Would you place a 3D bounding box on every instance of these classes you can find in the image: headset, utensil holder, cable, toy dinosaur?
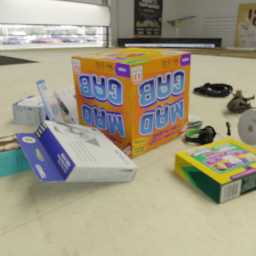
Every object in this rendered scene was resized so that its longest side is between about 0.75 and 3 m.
[{"bbox_3d":[2.651,0.158,9.413,1.529,0.718,0.944,-2,19,28],"label":"headset"},{"bbox_3d":[4.240,0.013,8.522,1.383,1.175,1.175,1,19,-20],"label":"utensil holder"},{"bbox_3d":[4.780,-2.178,15.800,1.821,0.567,2.232,-9,23,-21],"label":"cable"},{"bbox_3d":[4.964,-1.003,12.590,1.253,0.943,2.450,-2,22,37],"label":"toy dinosaur"}]

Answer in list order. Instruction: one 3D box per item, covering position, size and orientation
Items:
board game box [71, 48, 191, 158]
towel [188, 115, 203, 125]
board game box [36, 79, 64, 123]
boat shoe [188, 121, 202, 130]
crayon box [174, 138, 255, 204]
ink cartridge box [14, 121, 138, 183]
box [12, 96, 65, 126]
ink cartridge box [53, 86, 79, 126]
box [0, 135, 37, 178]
[{"bbox_3d":[0.133,-1.104,9.588,2.809,2.807,2.807,-21,29,-39],"label":"board game box"},{"bbox_3d":[2.501,-0.306,11.357,0.808,0.227,0.944,-2,21,-13],"label":"towel"},{"bbox_3d":[-2.587,-0.644,9.453,0.321,1.482,1.475,-24,48,-19],"label":"board game box"},{"bbox_3d":[2.265,-0.111,10.652,1.092,0.337,0.397,-1,21,-2],"label":"boat shoe"},{"bbox_3d":[2.533,1.014,7.302,2.040,0.595,1.760,-11,23,-24],"label":"crayon box"},{"bbox_3d":[-1.387,0.552,7.252,2.471,0.502,2.466,6,21,-38],"label":"ink cartridge box"},{"bbox_3d":[-3.638,-0.737,11.578,1.624,0.852,1.493,5,22,10],"label":"box"},{"bbox_3d":[-1.993,-0.727,11.195,1.055,0.416,2.122,-22,67,-41],"label":"ink cartridge box"},{"bbox_3d":[-4.046,0.893,7.462,2.933,0.721,1.207,-12,24,-29],"label":"box"}]
